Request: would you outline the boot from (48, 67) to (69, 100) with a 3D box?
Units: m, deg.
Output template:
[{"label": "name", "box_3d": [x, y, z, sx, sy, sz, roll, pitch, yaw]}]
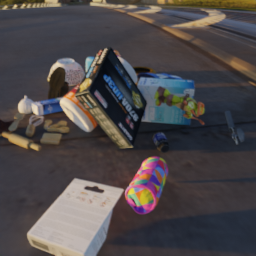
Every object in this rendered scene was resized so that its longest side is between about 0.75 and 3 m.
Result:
[{"label": "boot", "box_3d": [-3.019, -2.097, 12.723, 0.696, 1.798, 1.243, 32, 34, 3]}]

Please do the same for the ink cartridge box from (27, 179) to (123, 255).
[{"label": "ink cartridge box", "box_3d": [-1.108, 2.068, 6.467, 1.518, 0.533, 1.867, 7, 31, 25]}]

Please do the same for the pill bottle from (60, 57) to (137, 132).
[{"label": "pill bottle", "box_3d": [-1.039, -1.316, 10.573, 1.584, 1.584, 2.774, 29, 67, 40]}]

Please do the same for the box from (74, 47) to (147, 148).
[{"label": "box", "box_3d": [-0.422, -0.937, 9.151, 0.607, 2.637, 2.096, -8, 46, 33]}]

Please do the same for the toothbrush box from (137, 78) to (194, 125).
[{"label": "toothbrush box", "box_3d": [1.453, -1.066, 11.114, 2.156, 1.579, 0.920, 6, 30, 9]}]

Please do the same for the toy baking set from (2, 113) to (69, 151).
[{"label": "toy baking set", "box_3d": [-3.472, 0.100, 10.391, 2.719, 0.316, 2.087, 15, 28, 19]}]

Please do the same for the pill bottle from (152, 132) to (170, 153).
[{"label": "pill bottle", "box_3d": [1.132, 0.501, 9.542, 0.438, 0.438, 0.783, -6, 30, -10]}]

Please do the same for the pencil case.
[{"label": "pencil case", "box_3d": [0.516, 1.408, 7.181, 0.842, 0.842, 1.906, 8, 15, 14]}]

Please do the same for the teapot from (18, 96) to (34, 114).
[{"label": "teapot", "box_3d": [-4.342, -0.982, 11.979, 0.786, 0.574, 0.775, 15, 34, 23]}]

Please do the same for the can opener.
[{"label": "can opener", "box_3d": [3.821, -0.033, 10.026, 0.455, 0.363, 1.362, -15, 52, 18]}]

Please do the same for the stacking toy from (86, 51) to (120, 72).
[{"label": "stacking toy", "box_3d": [-0.918, -3.083, 13.536, 1.612, 1.524, 2.777, 6, 36, 7]}]

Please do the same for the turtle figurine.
[{"label": "turtle figurine", "box_3d": [1.867, -0.869, 9.677, 1.876, 0.749, 2.327, 22, -2, 15]}]

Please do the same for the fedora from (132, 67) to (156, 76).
[{"label": "fedora", "box_3d": [0.620, -2.756, 14.929, 1.704, 0.695, 1.704, 1, 29, -1]}]

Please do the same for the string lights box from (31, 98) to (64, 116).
[{"label": "string lights box", "box_3d": [-3.261, -0.925, 11.856, 1.417, 0.418, 0.728, -15, 25, -31]}]

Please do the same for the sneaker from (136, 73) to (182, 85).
[{"label": "sneaker", "box_3d": [1.608, -2.240, 13.903, 2.478, 0.916, 1.019, 12, 29, 7]}]

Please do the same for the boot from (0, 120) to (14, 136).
[{"label": "boot", "box_3d": [-4.823, -0.311, 10.120, 1.520, 1.264, 0.550, -26, 39, -37]}]

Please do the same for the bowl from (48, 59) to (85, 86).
[{"label": "bowl", "box_3d": [-3.338, -3.142, 15.183, 2.099, 0.985, 2.099, 1, 33, -1]}]
